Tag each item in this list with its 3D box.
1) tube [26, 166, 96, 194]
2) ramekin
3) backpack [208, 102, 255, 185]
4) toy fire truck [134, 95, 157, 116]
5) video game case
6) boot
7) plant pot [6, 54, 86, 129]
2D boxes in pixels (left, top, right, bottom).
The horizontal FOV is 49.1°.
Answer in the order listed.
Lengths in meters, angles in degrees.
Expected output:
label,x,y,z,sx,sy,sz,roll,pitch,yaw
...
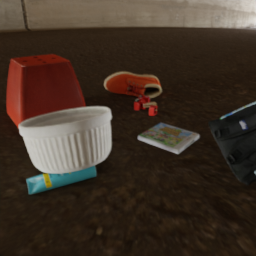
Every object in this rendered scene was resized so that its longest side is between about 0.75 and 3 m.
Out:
label,x,y,z,sx,sy,sz,roll,pitch,yaw
tube,-1.628,1.221,6.913,1.651,0.416,0.639,-14,22,-19
ramekin,-1.533,0.274,7.382,2.355,1.236,2.355,-9,13,2
backpack,3.598,0.137,6.940,1.842,2.395,1.954,26,34,-43
toy fire truck,0.783,-0.956,11.551,1.017,0.351,1.442,8,26,16
video game case,1.316,0.292,9.092,1.511,0.167,1.375,19,31,35
boot,0.233,-1.924,12.978,2.673,1.003,1.433,-2,30,-6
plant pot,-3.192,-1.477,10.498,2.495,2.199,2.492,-16,29,-30
